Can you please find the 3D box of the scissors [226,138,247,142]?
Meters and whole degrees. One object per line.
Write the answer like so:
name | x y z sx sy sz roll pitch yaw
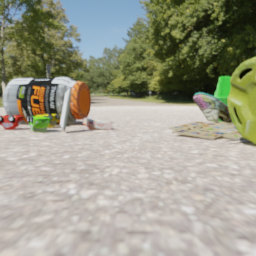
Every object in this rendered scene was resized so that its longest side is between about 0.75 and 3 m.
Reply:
scissors | 3.279 0.204 6.561 2.532 0.176 0.926 -3 8 -45

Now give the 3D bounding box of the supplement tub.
supplement tub | -3.108 -1.052 11.007 2.997 1.836 1.836 0 5 14

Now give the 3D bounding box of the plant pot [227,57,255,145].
plant pot | 3.477 -0.671 5.510 2.442 2.656 2.656 -15 10 -19

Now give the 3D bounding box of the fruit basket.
fruit basket | 5.059 -0.902 11.994 2.956 2.132 2.956 13 -34 9

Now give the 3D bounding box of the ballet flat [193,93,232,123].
ballet flat | 3.159 -0.571 10.036 2.327 0.828 0.804 15 -11 -41

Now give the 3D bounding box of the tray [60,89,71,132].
tray | -1.843 -0.509 8.232 0.132 1.191 0.639 8 -10 -5

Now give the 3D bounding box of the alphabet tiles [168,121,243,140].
alphabet tiles | 2.425 0.043 7.842 2.036 0.077 2.447 9 13 43

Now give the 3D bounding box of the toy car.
toy car | -2.979 -0.158 8.834 2.194 0.489 2.065 -4 7 -31

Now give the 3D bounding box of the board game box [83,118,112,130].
board game box | -1.038 -0.143 9.325 0.755 0.231 0.996 7 5 -19
